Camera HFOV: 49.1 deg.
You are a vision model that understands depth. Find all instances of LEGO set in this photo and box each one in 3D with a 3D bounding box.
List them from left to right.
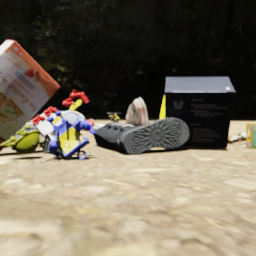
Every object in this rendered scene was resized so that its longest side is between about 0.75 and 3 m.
[{"bbox_3d":[0.068,-0.588,17.353,2.845,1.649,2.188,0,3,-4],"label":"LEGO set"}]

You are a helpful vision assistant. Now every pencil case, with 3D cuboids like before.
[{"bbox_3d":[-3.133,-0.251,13.948,1.308,1.199,2.884,-45,18,-18],"label":"pencil case"}]

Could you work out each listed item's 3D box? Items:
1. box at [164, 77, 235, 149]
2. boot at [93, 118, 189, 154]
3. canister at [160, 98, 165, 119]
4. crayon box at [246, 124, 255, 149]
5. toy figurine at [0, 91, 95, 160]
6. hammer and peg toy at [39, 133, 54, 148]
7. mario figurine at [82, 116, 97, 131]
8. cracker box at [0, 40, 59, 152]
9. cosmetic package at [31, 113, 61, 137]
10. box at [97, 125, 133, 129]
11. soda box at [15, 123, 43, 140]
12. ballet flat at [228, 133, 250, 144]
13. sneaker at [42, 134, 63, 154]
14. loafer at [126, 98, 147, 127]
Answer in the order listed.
[{"bbox_3d":[2.183,-0.495,8.998,1.998,2.032,1.193,1,32,9],"label":"box"},{"bbox_3d":[0.281,0.203,9.184,2.275,0.906,2.760,-7,3,-24],"label":"boot"},{"bbox_3d":[2.666,-0.672,11.275,2.541,1.887,1.100,20,-12,-33],"label":"canister"},{"bbox_3d":[4.286,0.278,8.723,0.335,0.817,1.299,-1,3,-23],"label":"crayon box"},{"bbox_3d":[-1.615,0.313,6.729,2.271,1.360,1.198,-38,-2,-3],"label":"toy figurine"},{"bbox_3d":[-2.686,0.441,9.443,1.102,0.388,0.810,-14,-6,34],"label":"hammer and peg toy"},{"bbox_3d":[-2.521,-0.280,18.323,1.137,0.976,1.841,1,1,-14],"label":"mario figurine"},{"bbox_3d":[-3.288,-0.781,7.321,0.727,2.520,1.688,25,-18,50],"label":"cracker box"},{"bbox_3d":[-2.937,-0.087,10.444,0.885,0.882,0.544,-39,-23,-21],"label":"cosmetic package"},{"bbox_3d":[-0.584,0.180,11.868,1.402,0.678,1.237,0,4,-11],"label":"box"},{"bbox_3d":[-4.536,0.178,11.587,0.774,0.719,2.268,2,4,38],"label":"soda box"},{"bbox_3d":[4.113,0.363,10.324,0.945,0.324,0.298,-19,-31,3],"label":"ballet flat"},{"bbox_3d":[-1.964,0.519,7.983,0.643,0.566,1.441,15,-3,-41],"label":"sneaker"},{"bbox_3d":[0.315,-0.325,13.016,0.933,1.067,2.969,-19,-22,-7],"label":"loafer"}]
